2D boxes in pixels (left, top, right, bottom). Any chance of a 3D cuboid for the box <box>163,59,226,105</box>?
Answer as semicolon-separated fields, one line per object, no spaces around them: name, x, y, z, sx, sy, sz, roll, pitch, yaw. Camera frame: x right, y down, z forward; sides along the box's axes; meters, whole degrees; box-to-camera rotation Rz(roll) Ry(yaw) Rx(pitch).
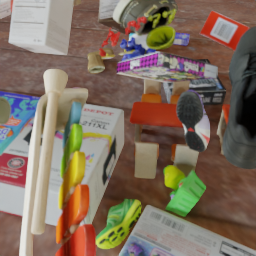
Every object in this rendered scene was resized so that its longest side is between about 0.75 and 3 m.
box;2.045;-1.560;9.299;1.705;0.538;2.163;-1;39;-1

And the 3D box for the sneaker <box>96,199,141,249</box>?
sneaker;-0.213;1.796;5.312;0.493;0.437;1.179;10;35;38

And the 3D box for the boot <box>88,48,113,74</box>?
boot;-1.017;-2.535;10.665;1.089;0.411;1.244;-17;39;0

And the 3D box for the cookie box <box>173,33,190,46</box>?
cookie box;2.291;-3.975;12.506;0.801;0.301;0.685;11;40;13

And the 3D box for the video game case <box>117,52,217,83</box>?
video game case;0.681;-1.098;5.294;1.311;0.259;1.447;4;3;-30

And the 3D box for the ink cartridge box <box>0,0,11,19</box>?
ink cartridge box;-2.879;-2.541;5.786;0.755;0.443;1.031;-34;18;-17

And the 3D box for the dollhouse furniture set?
dollhouse furniture set;1.520;-0.279;6.936;2.899;1.510;2.931;4;39;5

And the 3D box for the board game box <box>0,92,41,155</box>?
board game box;-3.469;-0.110;7.514;1.777;0.526;2.337;9;40;11

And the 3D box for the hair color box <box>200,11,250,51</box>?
hair color box;2.718;-2.434;7.350;1.022;0.617;2.014;35;27;21

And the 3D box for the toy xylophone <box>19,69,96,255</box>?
toy xylophone;-0.515;0.403;2.108;0.444;1.295;1.769;6;63;-21

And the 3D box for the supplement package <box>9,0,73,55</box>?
supplement package;-1.766;-2.363;5.822;0.876;1.462;0.887;9;4;17

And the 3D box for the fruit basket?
fruit basket;0.995;1.183;5.608;0.959;0.959;0.691;24;45;27

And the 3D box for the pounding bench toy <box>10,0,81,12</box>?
pounding bench toy;-2.610;-4.194;7.472;1.708;2.189;1.360;-32;36;-27

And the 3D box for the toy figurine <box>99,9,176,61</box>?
toy figurine;0.401;-1.652;6.039;1.791;1.073;0.945;-4;59;33

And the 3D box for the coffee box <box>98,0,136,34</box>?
coffee box;0.000;-4.652;9.198;1.084;2.715;1.535;7;5;37

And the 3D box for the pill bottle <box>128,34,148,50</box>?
pill bottle;0.535;-3.708;11.621;0.984;0.984;1.777;2;39;2

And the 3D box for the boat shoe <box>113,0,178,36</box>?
boat shoe;0.676;-2.934;7.303;0.814;0.973;2.723;43;39;10

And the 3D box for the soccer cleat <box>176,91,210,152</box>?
soccer cleat;1.115;-0.166;4.625;0.439;1.286;0.471;10;50;33

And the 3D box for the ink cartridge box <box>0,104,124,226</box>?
ink cartridge box;-1.368;0.611;6.135;1.976;1.123;2.712;9;40;11

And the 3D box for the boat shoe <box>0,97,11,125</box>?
boat shoe;-2.608;-0.477;4.397;0.605;1.824;0.682;6;82;11

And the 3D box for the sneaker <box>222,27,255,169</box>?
sneaker;1.872;-0.607;3.985;0.867;1.036;2.283;5;68;17

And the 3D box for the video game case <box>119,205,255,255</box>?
video game case;0.900;2.480;4.512;2.255;0.267;2.052;19;43;20
